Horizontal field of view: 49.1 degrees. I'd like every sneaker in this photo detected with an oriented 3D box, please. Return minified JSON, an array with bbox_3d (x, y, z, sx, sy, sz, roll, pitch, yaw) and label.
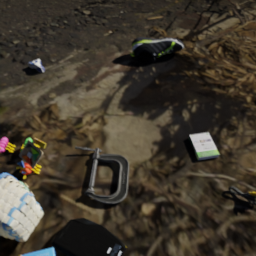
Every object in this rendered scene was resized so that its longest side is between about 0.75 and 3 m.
[{"bbox_3d":[1.363,-3.611,13.342,2.556,0.916,1.058,0,76,-1],"label":"sneaker"},{"bbox_3d":[-4.108,-2.906,12.828,0.885,0.358,0.511,25,55,23],"label":"sneaker"}]

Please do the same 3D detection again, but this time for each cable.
[{"bbox_3d":[3.525,2.005,8.390,0.981,0.476,0.247,17,50,41],"label":"cable"}]

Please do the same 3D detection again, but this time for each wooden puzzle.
[{"bbox_3d":[-3.000,0.805,8.597,0.770,1.141,0.133,33,14,18],"label":"wooden puzzle"}]

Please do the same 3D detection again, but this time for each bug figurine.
[{"bbox_3d":[-3.865,0.959,9.197,2.012,0.518,1.560,1,47,2],"label":"bug figurine"}]

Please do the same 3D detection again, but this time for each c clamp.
[{"bbox_3d":[-0.862,1.481,8.930,1.815,0.288,2.125,1,46,-5],"label":"c clamp"}]

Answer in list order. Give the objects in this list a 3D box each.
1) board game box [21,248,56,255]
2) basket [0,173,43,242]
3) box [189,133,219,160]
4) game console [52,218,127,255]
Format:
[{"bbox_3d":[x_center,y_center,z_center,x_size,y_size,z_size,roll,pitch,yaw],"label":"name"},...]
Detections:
[{"bbox_3d":[-2.701,3.901,6.578,2.076,0.419,1.588,-11,49,-10],"label":"board game box"},{"bbox_3d":[-3.385,2.016,7.401,2.047,1.805,1.424,18,55,12],"label":"basket"},{"bbox_3d":[2.613,0.632,9.728,0.735,0.185,1.018,-7,47,-6],"label":"box"},{"bbox_3d":[-1.386,3.509,6.672,1.737,0.355,2.945,22,40,19],"label":"game console"}]
